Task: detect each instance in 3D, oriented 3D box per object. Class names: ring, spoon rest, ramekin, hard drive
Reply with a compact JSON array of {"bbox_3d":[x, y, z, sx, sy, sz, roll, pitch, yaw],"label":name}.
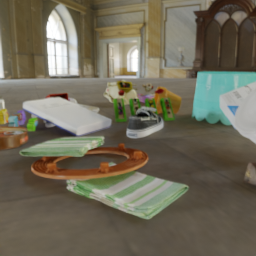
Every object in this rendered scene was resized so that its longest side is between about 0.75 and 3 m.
[{"bbox_3d":[-0.842,0.660,6.325,2.580,0.248,2.580,-2,8,0],"label":"ring"},{"bbox_3d":[-2.704,-0.848,12.097,2.914,0.883,1.448,1,12,6],"label":"spoon rest"},{"bbox_3d":[4.117,-0.415,7.050,2.570,1.197,2.570,-43,13,13],"label":"ramekin"},{"bbox_3d":[-2.223,-0.482,10.229,2.723,0.345,1.797,23,23,29],"label":"hard drive"}]

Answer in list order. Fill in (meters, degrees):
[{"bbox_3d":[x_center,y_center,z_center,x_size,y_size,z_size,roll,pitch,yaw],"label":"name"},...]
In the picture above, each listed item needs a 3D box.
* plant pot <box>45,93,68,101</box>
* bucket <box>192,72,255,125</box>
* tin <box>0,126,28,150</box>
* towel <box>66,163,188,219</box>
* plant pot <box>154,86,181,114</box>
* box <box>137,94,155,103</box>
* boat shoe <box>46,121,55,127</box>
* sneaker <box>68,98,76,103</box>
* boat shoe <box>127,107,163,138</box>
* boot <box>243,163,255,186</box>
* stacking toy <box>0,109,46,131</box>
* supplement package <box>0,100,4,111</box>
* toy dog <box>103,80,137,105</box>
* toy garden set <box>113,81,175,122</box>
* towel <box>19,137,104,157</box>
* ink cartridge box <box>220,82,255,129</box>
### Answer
[{"bbox_3d":[-3.426,-1.093,13.188,0.972,0.971,0.856,-12,9,-44],"label":"plant pot"},{"bbox_3d":[4.228,-1.352,11.846,3.040,1.978,3.040,1,14,0],"label":"bucket"},{"bbox_3d":[-4.066,0.268,8.188,2.257,0.472,1.264,1,17,6],"label":"tin"},{"bbox_3d":[-0.038,1.060,5.143,1.829,0.214,1.395,9,15,36],"label":"towel"},{"bbox_3d":[1.832,-1.201,13.195,1.153,1.259,1.259,14,11,-6],"label":"plant pot"},{"bbox_3d":[1.647,-1.770,17.134,1.529,0.437,2.234,-4,13,-17],"label":"box"},{"bbox_3d":[-2.882,-0.346,10.871,0.433,0.426,1.201,0,13,0],"label":"boat shoe"},{"bbox_3d":[-3.418,-1.085,14.045,1.562,0.566,0.891,-8,15,11],"label":"sneaker"},{"bbox_3d":[0.608,-0.313,9.801,0.895,0.828,2.424,7,15,28],"label":"boat shoe"},{"bbox_3d":[3.161,0.810,5.699,1.709,0.549,1.593,-2,10,10],"label":"boot"},{"bbox_3d":[-4.044,-0.221,10.182,1.916,0.597,2.542,-2,15,-2],"label":"stacking toy"},{"bbox_3d":[-6.086,-0.926,12.925,0.646,0.648,1.104,-5,14,-21],"label":"supplement package"},{"bbox_3d":[-0.519,-2.068,16.512,1.927,1.387,1.987,4,7,-37],"label":"toy dog"},{"bbox_3d":[0.616,-1.245,11.851,2.456,0.490,2.048,-2,56,-9],"label":"toy garden set"},{"bbox_3d":[-1.532,0.468,7.122,1.511,0.232,1.981,-1,6,10],"label":"towel"},{"bbox_3d":[4.019,-0.795,9.306,1.555,0.651,1.128,-21,50,1],"label":"ink cartridge box"}]
